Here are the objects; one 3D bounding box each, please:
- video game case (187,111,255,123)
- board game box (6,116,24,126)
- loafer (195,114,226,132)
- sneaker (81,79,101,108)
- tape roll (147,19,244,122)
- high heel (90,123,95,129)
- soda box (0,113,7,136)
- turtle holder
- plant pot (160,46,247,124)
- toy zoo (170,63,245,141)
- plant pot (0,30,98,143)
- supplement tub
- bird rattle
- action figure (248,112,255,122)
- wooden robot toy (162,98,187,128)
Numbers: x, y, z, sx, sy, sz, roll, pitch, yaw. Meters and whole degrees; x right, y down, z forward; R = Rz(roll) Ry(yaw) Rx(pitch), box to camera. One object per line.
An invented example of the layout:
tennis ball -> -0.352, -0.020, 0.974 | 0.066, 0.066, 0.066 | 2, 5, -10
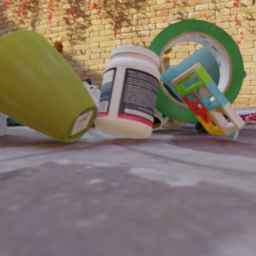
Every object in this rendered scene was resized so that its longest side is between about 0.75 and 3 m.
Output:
video game case -> 4.151, -0.469, 12.253 | 2.478, 0.444, 2.246 | -8, 9, -43
board game box -> -4.155, -0.335, 11.679 | 2.672, 0.376, 1.807 | -3, 6, -31
loafer -> 2.644, -0.212, 8.949 | 0.616, 0.637, 1.814 | 4, 7, 38
sneaker -> -1.086, -1.267, 10.938 | 2.655, 1.528, 1.002 | -11, 2, 7
tape roll -> 1.804, -1.585, 8.027 | 2.847, 2.847, 0.684 | 0, 1, -4
high heel -> -1.609, -0.013, 9.265 | 1.039, 0.499, 0.350 | -25, -8, -32
soda box -> -3.788, -0.105, 6.849 | 0.762, 0.815, 2.393 | 0, 5, -4
turtle holder -> 0.698, -0.765, 8.851 | 1.388, 1.298, 1.827 | -1, -38, 0
plant pot -> 2.576, -1.662, 9.677 | 2.302, 2.350, 2.350 | -40, 2, 6
toy zoo -> 1.916, -0.496, 6.643 | 0.205, 2.004, 1.315 | -39, 4, -14
plant pot -> -1.797, -0.705, 6.219 | 2.164, 2.025, 2.025 | 38, 18, 16
supplement tub -> 0.018, -0.811, 6.828 | 1.390, 1.981, 1.390 | 10, -10, 2
bird rattle -> 1.149, -2.237, 11.275 | 1.240, 2.201, 1.795 | 0, 20, -18
action figure -> 4.894, -0.357, 9.770 | 0.577, 0.456, 1.764 | -41, 17, -17
wooden robot toy -> 1.552, -0.560, 10.013 | 0.939, 0.967, 2.131 | -12, 3, 11
